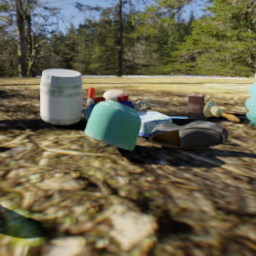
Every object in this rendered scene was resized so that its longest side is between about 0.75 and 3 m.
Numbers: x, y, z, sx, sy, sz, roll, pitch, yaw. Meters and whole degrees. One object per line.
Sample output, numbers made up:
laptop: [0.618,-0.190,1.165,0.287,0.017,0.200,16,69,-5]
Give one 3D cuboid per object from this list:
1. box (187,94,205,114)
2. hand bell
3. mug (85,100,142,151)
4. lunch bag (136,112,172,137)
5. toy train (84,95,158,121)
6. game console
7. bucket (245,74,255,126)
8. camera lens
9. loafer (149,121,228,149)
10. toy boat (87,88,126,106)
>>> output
box: [3.545,-1.267,14.608,0.752,0.916,0.760,6,15,25]
hand bell: [4.341,-0.592,12.751,0.831,0.831,1.597,-10,30,-37]
mug: [-0.512,-0.188,8.298,1.849,1.144,1.520,21,2,16]
lunch bag: [0.703,-0.159,10.417,1.359,0.697,1.690,-4,14,-23]
toy train: [-0.385,-0.711,12.098,2.916,1.234,1.687,-7,2,-26]
game console: [1.532,-0.437,12.369,2.858,0.345,1.686,3,14,12]
bucket: [5.816,-1.045,10.237,2.710,2.710,1.763,-10,26,-37]
camera lens: [-2.751,-1.243,11.616,1.673,2.092,1.673,5,21,-2]
loafer: [1.739,0.322,8.388,2.339,0.851,0.845,-3,18,31]
toy boat: [-1.222,-1.648,16.322,2.376,1.104,1.997,10,19,8]
